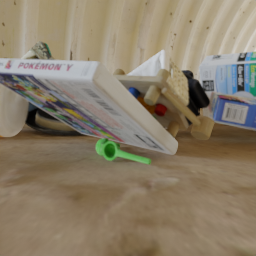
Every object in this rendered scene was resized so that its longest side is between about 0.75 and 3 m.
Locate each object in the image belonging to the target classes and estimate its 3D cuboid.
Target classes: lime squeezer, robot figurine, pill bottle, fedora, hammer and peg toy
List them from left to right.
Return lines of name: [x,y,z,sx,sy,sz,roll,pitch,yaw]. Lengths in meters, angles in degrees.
pill bottle: [-4.205,-0.693,6.989,2.946,1.714,1.714,4,8,2]
fedora: [-1.767,-0.707,8.108,2.630,1.201,2.630,2,18,-1]
lime squeezer: [-0.223,0.422,4.905,0.631,0.337,1.788,26,-4,-18]
hammer and peg toy: [0.526,-0.457,5.024,1.948,0.687,1.433,10,-29,39]
robot figurine: [0.996,-0.814,8.207,1.987,1.650,2.645,-10,11,-36]

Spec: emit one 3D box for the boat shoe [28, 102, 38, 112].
boat shoe: [-3.533,-1.174,10.681,0.977,0.779,2.584,-19,36,1]

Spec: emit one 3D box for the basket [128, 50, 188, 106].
basket: [0.512,-0.805,6.536,1.618,1.097,0.998,-29,-54,34]

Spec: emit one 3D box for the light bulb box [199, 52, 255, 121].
light bulb box: [3.877,-1.465,10.072,2.212,2.192,1.380,1,30,28]

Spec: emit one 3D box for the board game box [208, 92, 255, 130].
board game box: [3.575,-0.339,7.087,2.865,0.621,2.851,12,11,11]

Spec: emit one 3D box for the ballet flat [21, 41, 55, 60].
ballet flat: [-2.058,-1.363,6.806,1.032,0.929,2.740,-21,46,-24]

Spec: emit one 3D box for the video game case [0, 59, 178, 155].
video game case: [-0.699,-0.317,4.815,2.446,0.308,2.685,11,-16,34]
